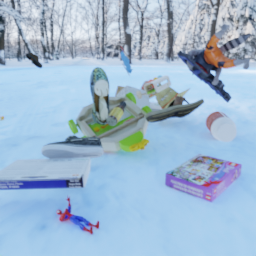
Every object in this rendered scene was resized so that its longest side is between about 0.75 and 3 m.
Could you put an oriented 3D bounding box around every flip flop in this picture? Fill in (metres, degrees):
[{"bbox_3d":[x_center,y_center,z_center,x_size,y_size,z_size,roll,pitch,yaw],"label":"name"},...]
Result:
[{"bbox_3d":[1.332,-0.603,7.963,1.951,0.562,0.791,-14,-16,-21],"label":"flip flop"}]

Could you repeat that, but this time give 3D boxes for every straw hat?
[{"bbox_3d":[1.498,-1.155,10.807,0.795,1.879,1.879,43,22,1],"label":"straw hat"}]

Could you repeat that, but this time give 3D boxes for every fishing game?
[{"bbox_3d":[-0.044,-2.896,12.342,0.225,1.039,1.450,-27,-22,-8],"label":"fishing game"}]

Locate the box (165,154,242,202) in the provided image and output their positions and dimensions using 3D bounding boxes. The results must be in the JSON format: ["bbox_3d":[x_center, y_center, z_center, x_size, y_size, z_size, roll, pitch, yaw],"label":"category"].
[{"bbox_3d":[1.698,1.038,6.217,1.082,0.309,1.581,13,21,39],"label":"box"}]

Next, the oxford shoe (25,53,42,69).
[{"bbox_3d":[-3.965,-2.939,12.061,0.917,0.333,0.387,45,54,7],"label":"oxford shoe"}]

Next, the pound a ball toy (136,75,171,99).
[{"bbox_3d":[0.703,-1.208,8.051,0.634,0.413,0.972,-13,13,44],"label":"pound a ball toy"}]

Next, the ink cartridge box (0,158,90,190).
[{"bbox_3d":[-1.740,0.990,5.788,1.803,0.367,1.807,-1,6,-1],"label":"ink cartridge box"}]

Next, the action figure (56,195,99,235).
[{"bbox_3d":[-0.894,1.435,4.694,0.851,0.421,0.278,7,16,31],"label":"action figure"}]

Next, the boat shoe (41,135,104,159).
[{"bbox_3d":[-1.369,0.465,6.909,1.546,0.557,0.548,4,56,-31],"label":"boat shoe"}]

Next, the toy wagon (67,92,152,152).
[{"bbox_3d":[-0.372,-0.036,8.286,2.268,0.578,2.923,-27,42,-17],"label":"toy wagon"}]

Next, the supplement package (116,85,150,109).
[{"bbox_3d":[0.205,-0.856,10.460,1.001,1.047,0.770,12,-32,-31],"label":"supplement package"}]

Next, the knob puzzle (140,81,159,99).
[{"bbox_3d":[0.865,-1.574,11.522,0.869,0.869,0.121,-2,26,-7],"label":"knob puzzle"}]

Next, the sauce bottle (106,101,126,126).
[{"bbox_3d":[-0.259,-0.381,6.974,0.280,0.280,0.867,6,37,21],"label":"sauce bottle"}]

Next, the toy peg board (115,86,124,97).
[{"bbox_3d":[0.068,-1.007,11.822,1.303,1.298,0.637,17,5,37],"label":"toy peg board"}]

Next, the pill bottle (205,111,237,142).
[{"bbox_3d":[3.037,-0.030,9.138,0.784,0.784,1.398,1,16,5],"label":"pill bottle"}]

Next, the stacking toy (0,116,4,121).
[{"bbox_3d":[-5.520,-0.342,11.338,0.592,0.184,0.785,4,17,15],"label":"stacking toy"}]

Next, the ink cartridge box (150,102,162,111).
[{"bbox_3d":[1.049,-1.085,13.284,1.780,0.554,2.211,5,20,18],"label":"ink cartridge box"}]

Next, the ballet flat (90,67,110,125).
[{"bbox_3d":[-0.731,-0.845,7.903,0.621,1.673,0.621,-2,26,1],"label":"ballet flat"}]

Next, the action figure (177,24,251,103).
[{"bbox_3d":[3.478,-2.416,10.722,1.487,2.842,2.749,-50,13,-17],"label":"action figure"}]
